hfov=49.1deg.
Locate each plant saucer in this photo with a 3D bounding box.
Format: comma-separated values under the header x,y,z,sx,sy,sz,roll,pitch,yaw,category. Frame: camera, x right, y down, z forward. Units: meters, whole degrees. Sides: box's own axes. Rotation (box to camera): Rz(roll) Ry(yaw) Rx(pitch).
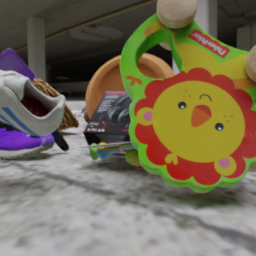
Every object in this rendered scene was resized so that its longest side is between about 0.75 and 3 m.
x,y,z,sx,sy,sz,roll,pitch,yaw,category
0.051,-1.065,8.582,3.000,3.000,0.562,2,-18,14,plant saucer

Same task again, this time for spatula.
x,y,z,sx,sy,sz,roll,pitch,yaw,category
-2.131,-0.520,6.492,0.749,2.649,0.272,-20,17,28,spatula

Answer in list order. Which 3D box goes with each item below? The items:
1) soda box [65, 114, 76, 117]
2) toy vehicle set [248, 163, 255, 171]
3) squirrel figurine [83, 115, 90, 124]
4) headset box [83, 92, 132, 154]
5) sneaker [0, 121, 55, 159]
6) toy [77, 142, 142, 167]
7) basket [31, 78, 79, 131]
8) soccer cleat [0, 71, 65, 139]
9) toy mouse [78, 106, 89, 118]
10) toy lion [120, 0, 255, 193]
x,y,z,sx,sy,sz,roll,pitch,yaw,category
-2.930,-0.447,12.429,0.522,0.553,1.632,13,-2,-35,soda box
1.984,0.538,6.372,1.310,0.280,2.109,1,7,8,toy vehicle set
-0.706,-0.713,12.329,2.188,1.659,2.344,20,40,-4,squirrel figurine
-0.116,-0.235,7.150,1.391,0.722,1.869,4,44,18,headset box
-3.001,-0.076,6.751,2.798,1.392,0.973,3,8,28,sneaker
0.140,0.516,5.465,1.988,0.469,1.145,-2,-8,27,toy
-3.424,-0.878,9.926,2.832,2.021,2.110,7,17,42,basket
-2.020,-0.588,4.128,2.290,0.800,0.989,22,-41,-25,soccer cleat
-1.032,-0.969,10.099,2.744,0.531,2.439,-38,15,41,toy mouse
0.892,-0.488,4.178,2.616,2.508,0.898,40,-12,17,toy lion
